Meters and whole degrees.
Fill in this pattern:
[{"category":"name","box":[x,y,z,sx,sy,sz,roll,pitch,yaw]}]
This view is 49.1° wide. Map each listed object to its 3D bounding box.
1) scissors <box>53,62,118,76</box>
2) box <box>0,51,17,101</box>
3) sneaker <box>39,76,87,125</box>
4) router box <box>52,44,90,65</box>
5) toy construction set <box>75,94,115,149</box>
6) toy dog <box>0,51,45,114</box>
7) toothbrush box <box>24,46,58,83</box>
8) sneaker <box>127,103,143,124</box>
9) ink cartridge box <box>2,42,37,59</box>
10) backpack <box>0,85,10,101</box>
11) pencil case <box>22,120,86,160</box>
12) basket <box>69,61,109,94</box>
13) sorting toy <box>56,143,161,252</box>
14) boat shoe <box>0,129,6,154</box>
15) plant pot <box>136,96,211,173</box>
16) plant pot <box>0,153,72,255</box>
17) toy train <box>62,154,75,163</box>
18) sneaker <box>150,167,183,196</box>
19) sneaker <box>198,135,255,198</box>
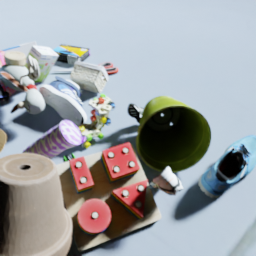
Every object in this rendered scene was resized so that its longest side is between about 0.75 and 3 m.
[{"category":"scissors","box":[-1.893,-2.512,12.359,2.905,0.202,1.063,-10,42,-15]},{"category":"box","box":[-4.976,-1.968,10.534,0.798,1.686,0.865,11,40,17]},{"category":"sneaker","box":[-1.944,-1.037,10.065,2.155,0.868,1.578,35,35,16]},{"category":"router box","box":[-2.809,-3.541,13.475,1.604,0.410,1.196,14,41,17]},{"category":"toy construction set","box":[-1.020,-0.289,8.378,1.291,1.969,0.907,-23,66,-42]},{"category":"toy dog","box":[-3.898,-1.486,9.438,1.397,1.913,2.900,-16,25,-26]},{"category":"toothbrush box","box":[-3.568,-2.496,11.136,0.595,1.382,1.006,41,23,13]},{"category":"sneaker","box":[0.317,-0.512,9.141,0.417,1.129,0.448,-4,62,29]},{"category":"ink cartridge box","box":[-4.670,-3.099,12.021,1.419,0.819,1.943,-25,23,-22]},{"category":"backpack","box":[-5.327,-1.095,9.252,1.876,1.378,1.716,-26,7,11]},{"category":"pencil case","box":[-1.989,0.503,7.255,1.788,0.764,0.750,-31,27,31]},{"category":"basket","box":[-1.535,-1.953,10.934,1.268,0.859,0.782,16,70,18]},{"category":"sorting toy","box":[-0.449,1.444,6.465,2.031,0.707,2.019,-15,69,-19]},{"category":"boat shoe","box":[-4.151,0.903,7.640,0.866,0.780,2.401,34,36,-22]},{"category":"plant pot","box":[1.136,-0.039,8.181,1.990,1.990,1.916,-2,24,-3]},{"category":"plant pot","box":[-1.988,1.463,5.323,1.981,1.728,1.981,9,19,-3]},{"category":"toy train","box":[-1.278,1.347,7.409,0.376,0.508,1.801,-16,41,-29]},{"category":"sneaker","box":[0.917,1.355,6.686,0.579,1.570,0.628,-42,79,-3]},{"category":"sneaker","box":[2.886,0.901,7.314,2.334,1.050,0.915,-37,71,-29]}]
